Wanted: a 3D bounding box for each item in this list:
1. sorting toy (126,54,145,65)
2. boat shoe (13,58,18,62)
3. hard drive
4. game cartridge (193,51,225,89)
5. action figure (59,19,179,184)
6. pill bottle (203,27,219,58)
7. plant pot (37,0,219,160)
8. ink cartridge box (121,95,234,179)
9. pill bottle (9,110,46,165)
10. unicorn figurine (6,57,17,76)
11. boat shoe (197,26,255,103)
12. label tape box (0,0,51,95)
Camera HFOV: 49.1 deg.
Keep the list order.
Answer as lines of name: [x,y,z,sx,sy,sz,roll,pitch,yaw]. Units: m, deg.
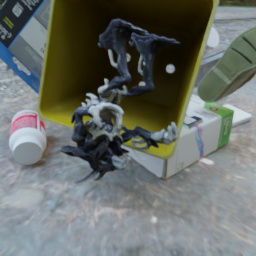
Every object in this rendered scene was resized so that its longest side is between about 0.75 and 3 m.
sorting toy: [0.395,-2.241,9.181,2.369,0.317,1.765,39,15,1]
boat shoe: [-4.164,-3.015,9.733,0.517,0.543,1.509,-34,84,-35]
hard drive: [3.409,-0.369,10.200,1.813,0.238,1.196,-17,34,-27]
game cartridge: [2.873,-2.021,9.595,1.644,1.066,0.316,-22,50,-7]
action figure: [-0.100,-0.201,4.456,1.616,2.718,1.387,7,12,-44]
pill bottle: [2.348,-2.958,10.251,1.039,1.039,1.865,-19,2,-30]
plant pot: [0.159,-1.436,6.236,2.948,2.947,2.600,18,18,14]
ink cartridge box: [1.405,0.036,8.482,2.903,1.219,2.102,-22,36,-33]
pill bottle: [-2.961,0.271,8.299,1.011,1.011,1.800,-8,31,-14]
unicorn figurine: [-3.037,-2.560,8.603,2.444,1.678,0.902,-16,29,6]
boat shoe: [2.992,-1.702,7.464,0.896,2.620,0.979,-9,62,-49]
label tape box: [-2.494,-2.275,7.562,2.936,2.117,0.929,-39,14,26]
